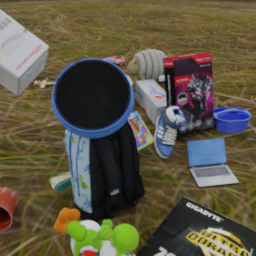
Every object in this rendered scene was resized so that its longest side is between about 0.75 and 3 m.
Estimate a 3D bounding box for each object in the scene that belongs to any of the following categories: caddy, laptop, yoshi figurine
[{"bbox_3d":[4.128,-0.403,11.308,1.549,0.813,1.095,-4,31,-6],"label":"caddy"},{"bbox_3d":[2.665,1.080,8.905,1.301,0.806,1.390,-5,32,-7],"label":"laptop"},{"bbox_3d":[-0.525,2.155,5.769,1.814,1.016,1.020,25,37,16],"label":"yoshi figurine"}]

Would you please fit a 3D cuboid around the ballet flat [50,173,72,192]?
[{"bbox_3d":[-1.582,1.416,8.284,1.487,0.502,0.464,-13,38,-36],"label":"ballet flat"}]

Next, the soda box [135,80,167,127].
[{"bbox_3d":[1.166,-1.155,12.358,0.914,0.984,2.882,-9,33,-14],"label":"soda box"}]

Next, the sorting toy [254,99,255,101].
[{"bbox_3d":[6.892,-1.436,13.467,1.239,0.300,2.201,23,39,33],"label":"sorting toy"}]

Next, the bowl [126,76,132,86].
[{"bbox_3d":[-0.575,-1.435,12.595,1.927,0.866,1.927,-15,47,17],"label":"bowl"}]

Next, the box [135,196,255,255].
[{"bbox_3d":[1.890,2.930,6.010,2.861,0.706,2.285,21,39,31],"label":"box"}]

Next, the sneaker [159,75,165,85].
[{"bbox_3d":[2.061,-1.916,13.091,0.727,1.096,1.927,-2,6,33],"label":"sneaker"}]

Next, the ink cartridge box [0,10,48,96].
[{"bbox_3d":[-3.714,-2.282,8.552,1.969,1.438,1.445,37,63,-8],"label":"ink cartridge box"}]

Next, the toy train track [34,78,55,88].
[{"bbox_3d":[-4.243,-2.515,15.250,1.717,0.279,0.985,-3,32,-6],"label":"toy train track"}]

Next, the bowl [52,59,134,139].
[{"bbox_3d":[-0.816,-0.725,6.480,1.916,0.376,1.916,1,75,-2],"label":"bowl"}]

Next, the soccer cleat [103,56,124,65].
[{"bbox_3d":[-0.972,-4.388,18.012,1.473,0.563,0.491,11,33,16],"label":"soccer cleat"}]

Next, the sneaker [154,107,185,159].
[{"bbox_3d":[1.438,0.101,9.466,0.674,1.226,1.674,10,68,-21],"label":"sneaker"}]

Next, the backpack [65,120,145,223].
[{"bbox_3d":[-0.671,0.830,7.529,2.130,2.611,2.007,-21,37,-33],"label":"backpack"}]

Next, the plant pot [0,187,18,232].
[{"bbox_3d":[-3.340,2.076,7.324,0.897,0.897,0.872,-1,23,-2],"label":"plant pot"}]

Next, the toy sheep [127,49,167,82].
[{"bbox_3d":[1.218,-3.254,14.846,2.718,1.874,1.874,-12,34,-22],"label":"toy sheep"}]

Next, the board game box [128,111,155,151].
[{"bbox_3d":[-0.152,0.342,9.362,1.833,0.410,1.232,-27,81,-32],"label":"board game box"}]

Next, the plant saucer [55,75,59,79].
[{"bbox_3d":[-3.283,-2.786,15.467,1.475,0.254,1.475,-4,19,1],"label":"plant saucer"}]

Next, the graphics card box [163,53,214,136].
[{"bbox_3d":[2.334,-1.286,10.680,1.822,2.904,0.739,-13,17,-25],"label":"graphics card box"}]
